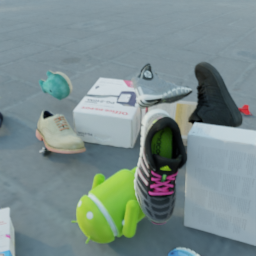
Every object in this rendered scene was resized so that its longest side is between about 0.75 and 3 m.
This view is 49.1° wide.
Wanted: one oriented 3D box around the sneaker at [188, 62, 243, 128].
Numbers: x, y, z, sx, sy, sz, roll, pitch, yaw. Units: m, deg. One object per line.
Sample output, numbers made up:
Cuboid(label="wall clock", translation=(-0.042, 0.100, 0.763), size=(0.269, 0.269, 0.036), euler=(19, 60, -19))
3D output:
Cuboid(label="sneaker", translation=(2.397, -0.602, 8.494), size=(1.469, 0.846, 2.817), euler=(-25, 79, -13))

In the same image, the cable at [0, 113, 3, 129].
Cuboid(label="cable", translation=(-5.539, -0.185, 10.290), size=(1.774, 0.552, 2.174), euler=(-18, 38, -24))

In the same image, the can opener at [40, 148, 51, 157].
Cuboid(label="can opener", translation=(-2.503, 0.669, 9.311), size=(0.951, 0.316, 0.250), euler=(-29, 11, -41))

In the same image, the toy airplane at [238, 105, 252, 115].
Cuboid(label="toy airplane", translation=(4.189, -0.715, 11.301), size=(1.644, 0.302, 1.644), euler=(-1, 36, 0))

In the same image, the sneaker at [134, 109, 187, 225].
Cuboid(label="sneaker", translation=(0.650, 0.828, 5.631), size=(0.892, 2.420, 1.058), euler=(2, 2, -8))

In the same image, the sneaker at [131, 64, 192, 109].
Cuboid(label="sneaker", translation=(0.958, -1.327, 8.079), size=(2.109, 0.791, 1.218), euler=(-13, 77, -41))

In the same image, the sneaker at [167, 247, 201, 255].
Cuboid(label="sneaker", translation=(1.311, 3.099, 5.252), size=(0.849, 0.739, 1.887), euler=(-22, 39, -24))

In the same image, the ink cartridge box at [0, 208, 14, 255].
Cuboid(label="ink cartridge box", translation=(-3.010, 2.574, 6.204), size=(0.860, 0.507, 1.494), euler=(-11, 35, -15))

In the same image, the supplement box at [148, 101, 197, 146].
Cuboid(label="supplement box", translation=(1.681, -0.164, 9.373), size=(2.124, 0.781, 1.338), euler=(8, 72, 9))

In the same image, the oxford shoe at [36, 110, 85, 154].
Cuboid(label="oxford shoe", translation=(-2.203, 0.106, 8.784), size=(0.920, 0.959, 2.599), euler=(-7, 21, -43))

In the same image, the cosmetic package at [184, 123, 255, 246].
Cuboid(label="cosmetic package", translation=(2.285, 1.276, 6.108), size=(1.955, 2.593, 0.670), euler=(11, 31, 25))

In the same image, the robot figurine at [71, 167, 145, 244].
Cuboid(label="robot figurine", translation=(-0.278, 1.810, 6.580), size=(2.104, 1.217, 1.846), euler=(-31, 30, -23))

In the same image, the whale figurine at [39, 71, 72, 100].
Cuboid(label="whale figurine", translation=(-3.063, -1.644, 11.333), size=(1.636, 1.302, 0.849), euler=(4, 35, 32))

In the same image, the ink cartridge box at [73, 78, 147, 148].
Cuboid(label="ink cartridge box", translation=(-0.510, -0.675, 10.412), size=(2.088, 1.216, 2.885), euler=(8, 35, 11))
